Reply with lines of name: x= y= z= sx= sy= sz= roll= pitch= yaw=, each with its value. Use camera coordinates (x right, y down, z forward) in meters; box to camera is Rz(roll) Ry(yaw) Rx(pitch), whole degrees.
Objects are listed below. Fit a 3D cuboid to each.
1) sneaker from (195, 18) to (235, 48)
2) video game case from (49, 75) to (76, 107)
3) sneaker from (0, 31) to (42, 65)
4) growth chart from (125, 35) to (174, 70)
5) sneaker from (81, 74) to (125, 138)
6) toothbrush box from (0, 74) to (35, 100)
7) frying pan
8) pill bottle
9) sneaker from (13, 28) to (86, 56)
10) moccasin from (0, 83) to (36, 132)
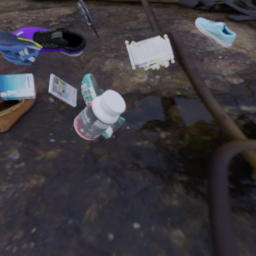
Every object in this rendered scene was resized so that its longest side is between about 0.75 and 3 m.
sneaker: x=3.231 y=-3.653 z=10.226 sx=1.591 sy=0.652 sz=0.588 roll=35 pitch=59 yaw=6
video game case: x=-1.541 y=-0.880 z=6.663 sx=0.068 sy=0.755 sz=0.541 roll=-28 pitch=49 yaw=29
sneaker: x=-3.449 y=-2.341 z=8.521 sx=0.784 sy=0.872 sz=2.119 roll=35 pitch=15 yaw=10
growth chart: x=0.783 y=-2.596 z=9.819 sx=1.603 sy=1.160 sz=0.142 roll=-12 pitch=19 yaw=-2
sneaker: x=-0.725 y=-0.733 z=8.415 sx=0.901 sy=1.976 sz=0.767 roll=-31 pitch=25 yaw=-25
toothbrush box: x=-3.727 y=-1.375 z=9.456 sx=1.046 sy=0.766 sz=0.446 roll=-7 pitch=-4 yaw=-15
frying pan: x=-1.621 y=-4.312 z=10.998 sx=0.251 sy=1.542 sz=0.933 roll=-28 pitch=63 yaw=-5
pill bottle: x=-0.480 y=-0.211 z=4.721 sx=0.518 sy=0.893 sz=0.518 roll=26 pitch=44 yaw=-29
sneaker: x=-2.778 y=-3.226 z=10.125 sx=2.683 sy=0.933 sz=1.334 roll=-4 pitch=4 yaw=-26
moccasin: x=-4.791 y=-1.143 z=11.648 sx=1.094 sy=1.154 sz=2.990 roll=13 pitch=42 yaw=15
